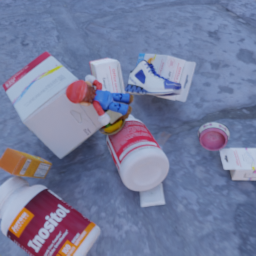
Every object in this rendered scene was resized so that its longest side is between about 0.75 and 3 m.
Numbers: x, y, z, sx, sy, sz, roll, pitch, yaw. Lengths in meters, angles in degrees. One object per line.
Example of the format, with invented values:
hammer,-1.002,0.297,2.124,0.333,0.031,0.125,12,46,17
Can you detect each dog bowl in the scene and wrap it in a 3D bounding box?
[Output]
dog bowl,2.999,0.345,9.875,1.102,1.102,0.406,11,37,11

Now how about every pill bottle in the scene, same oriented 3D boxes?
pill bottle,-2.119,2.397,6.998,2.596,1.466,1.466,33,52,8
pill bottle,0.152,0.662,9.465,1.550,1.550,2.762,-13,36,-13

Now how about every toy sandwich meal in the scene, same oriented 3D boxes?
toy sandwich meal,-0.559,-0.262,9.258,1.109,0.380,1.109,-12,53,16

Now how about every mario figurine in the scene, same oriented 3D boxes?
mario figurine,-0.817,-0.766,7.671,1.795,0.951,1.108,15,32,-12

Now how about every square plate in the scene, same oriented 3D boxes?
square plate,0.762,2.169,9.156,0.796,0.113,0.788,-8,48,4

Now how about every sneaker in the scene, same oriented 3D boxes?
sneaker,0.854,-1.887,10.509,2.266,1.309,0.915,8,5,33

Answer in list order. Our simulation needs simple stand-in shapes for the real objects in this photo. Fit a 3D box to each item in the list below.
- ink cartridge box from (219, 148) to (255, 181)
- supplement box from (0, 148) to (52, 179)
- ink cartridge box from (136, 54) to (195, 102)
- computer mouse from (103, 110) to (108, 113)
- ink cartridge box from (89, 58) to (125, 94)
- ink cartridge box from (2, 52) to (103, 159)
ink cartridge box,4.098,1.259,9.747,1.756,0.592,1.022,1,41,5
supplement box,-2.594,0.951,7.190,0.523,1.572,0.541,25,80,15
ink cartridge box,1.335,-2.130,11.587,0.967,1.640,2.849,8,11,-31
computer mouse,-1.723,-0.687,11.315,2.558,0.589,1.796,13,31,3
ink cartridge box,-0.873,-1.905,11.296,0.916,1.580,2.713,-14,18,-10
ink cartridge box,-2.444,-0.815,9.247,2.002,2.012,2.768,-40,44,-8
